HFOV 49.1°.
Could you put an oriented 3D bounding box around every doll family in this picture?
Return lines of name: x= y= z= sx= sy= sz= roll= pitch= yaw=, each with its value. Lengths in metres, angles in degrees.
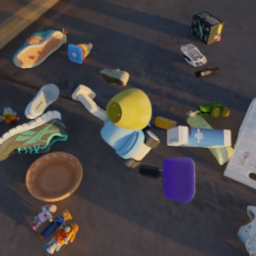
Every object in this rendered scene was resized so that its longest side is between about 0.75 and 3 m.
doll family: x=-1.994 y=2.839 z=7.923 sx=0.988 sy=0.717 sz=1.592 roll=-40 pitch=43 yaw=-20
doll family: x=-4.777 y=-0.362 z=10.528 sx=1.221 sy=0.550 sz=0.758 roll=-11 pitch=51 yaw=-9

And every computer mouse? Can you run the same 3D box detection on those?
computer mouse: x=3.154 y=-3.085 z=12.881 sx=1.131 sy=0.452 sz=2.062 roll=-24 pitch=60 yaw=-12

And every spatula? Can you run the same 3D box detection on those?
spatula: x=0.703 y=1.044 z=6.184 sx=0.297 sy=2.890 sz=0.817 roll=1 pitch=85 yaw=-12

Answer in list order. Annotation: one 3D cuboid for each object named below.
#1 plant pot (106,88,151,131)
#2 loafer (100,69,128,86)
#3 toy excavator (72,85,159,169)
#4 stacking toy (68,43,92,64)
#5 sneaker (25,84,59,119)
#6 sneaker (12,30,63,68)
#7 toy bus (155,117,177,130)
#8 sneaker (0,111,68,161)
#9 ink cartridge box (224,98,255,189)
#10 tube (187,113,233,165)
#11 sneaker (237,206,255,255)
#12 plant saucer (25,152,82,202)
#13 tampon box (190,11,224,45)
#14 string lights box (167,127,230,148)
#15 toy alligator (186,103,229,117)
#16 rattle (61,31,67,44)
plant pot: x=-0.102 y=-0.446 z=7.413 sx=1.161 sy=1.161 sz=0.824 roll=41 pitch=33 yaw=29
loafer: x=-0.407 y=-1.593 z=8.656 sx=1.167 sy=0.442 sz=0.399 roll=26 pitch=64 yaw=40
toy excavator: x=-0.513 y=-0.200 z=8.996 sx=1.255 sy=2.512 sz=2.442 roll=-48 pitch=35 yaw=17
stacking toy: x=-2.122 y=-3.679 z=13.271 sx=0.778 sy=0.823 sz=1.417 roll=21 pitch=40 yaw=20
sneaker: x=-2.991 y=-0.935 z=9.583 sx=0.601 sy=0.620 sz=1.698 roll=-22 pitch=24 yaw=33
sneaker: x=-4.376 y=-3.736 z=13.132 sx=1.117 sy=0.998 sz=2.797 roll=23 pitch=51 yaw=29
toy bus: x=1.217 y=-0.145 z=9.361 sx=0.354 sy=0.294 sz=0.904 roll=-5 pitch=18 yaw=-39
sneaker: x=-3.226 y=0.459 z=9.551 sx=2.644 sy=1.026 sz=1.206 roll=-34 pitch=75 yaw=-23
ink cartridge box: x=4.869 y=0.725 z=9.420 sx=2.413 sy=0.847 sz=2.969 roll=23 pitch=85 yaw=19
tube: x=2.942 y=0.338 z=10.002 sx=0.609 sy=0.545 sz=2.101 roll=-45 pitch=57 yaw=18
sneaker: x=3.482 y=3.217 z=7.450 sx=1.126 sy=0.974 sz=2.598 roll=10 pitch=44 yaw=18
plant saucer: x=-2.361 y=1.582 z=9.043 sx=1.783 sy=0.334 sz=1.783 roll=0 pitch=49 yaw=0
tampon box: x=3.938 y=-5.020 z=14.075 sx=0.852 sy=1.011 sz=1.349 roll=-25 pitch=55 yaw=-19
string lights box: x=2.171 y=0.316 z=8.699 sx=1.727 sy=0.887 sz=0.509 roll=5 pitch=81 yaw=-15
toy alligator: x=2.983 y=-0.693 z=10.338 sx=2.134 sy=0.513 sz=0.707 roll=-2 pitch=12 yaw=-36
rattle: x=-3.333 y=-4.390 z=13.666 sx=0.602 sy=0.843 sz=0.549 roll=-26 pitch=92 yaw=-31
